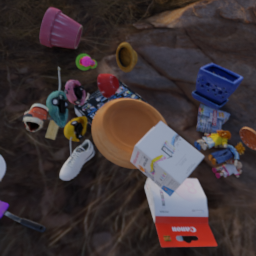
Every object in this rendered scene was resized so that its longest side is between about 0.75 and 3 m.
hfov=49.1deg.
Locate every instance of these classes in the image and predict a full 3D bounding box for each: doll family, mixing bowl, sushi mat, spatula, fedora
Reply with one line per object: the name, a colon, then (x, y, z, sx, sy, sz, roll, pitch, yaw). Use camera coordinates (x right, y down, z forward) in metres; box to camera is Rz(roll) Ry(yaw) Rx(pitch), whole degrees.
doll family: (3.734, 0.842, 10.990, 1.387, 1.007, 2.235, -18, 55, -14)
mixing bowl: (-0.708, -1.732, 11.099, 0.549, 1.013, 1.013, -15, 47, 28)
sushi mat: (-2.647, 0.014, 9.887, 0.376, 0.048, 0.786, 15, 84, 15)
spatula: (-3.881, 3.135, 9.723, 2.359, 0.242, 0.667, 17, 54, 12)
fedora: (0.012, -2.663, 10.584, 0.462, 1.133, 1.133, -14, 50, -40)

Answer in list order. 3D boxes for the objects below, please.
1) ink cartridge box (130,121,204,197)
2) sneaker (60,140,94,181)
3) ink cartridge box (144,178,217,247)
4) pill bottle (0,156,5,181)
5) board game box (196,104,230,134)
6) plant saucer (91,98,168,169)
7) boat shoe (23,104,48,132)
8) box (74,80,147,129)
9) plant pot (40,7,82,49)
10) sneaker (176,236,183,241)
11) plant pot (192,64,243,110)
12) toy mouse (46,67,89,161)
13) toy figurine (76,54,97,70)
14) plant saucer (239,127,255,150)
ink cartridge box: (0.935, 0.789, 7.136, 1.416, 1.042, 1.024, 40, 63, 14)
sneaker: (-2.043, 1.230, 10.884, 0.691, 0.728, 1.808, 27, 59, 17)
ink cartridge box: (1.737, 2.668, 9.243, 1.946, 0.683, 2.394, 5, 30, -14)
pill bottle: (-3.862, 1.250, 7.081, 1.052, 1.855, 1.052, 23, 52, -33)
board game box: (3.743, -0.355, 12.284, 1.326, 0.409, 1.327, 10, 53, 8)
plant saucer: (0.139, 0.030, 8.458, 2.455, 0.459, 2.455, 8, 57, -12)
boat shoe: (-2.827, -0.172, 8.391, 0.637, 1.789, 0.560, 20, 66, -23)
box: (-0.767, -0.902, 12.574, 2.604, 0.599, 2.070, -37, 61, -25)
plant pot: (-3.537, -5.194, 15.142, 1.818, 2.031, 2.031, 19, 54, -4)
sneaker: (1.584, 3.109, 9.520, 0.665, 0.600, 1.623, -18, 55, -8)
plant pot: (3.909, -1.815, 12.536, 1.642, 1.477, 1.642, 32, 33, 21)
toy mouse: (-1.984, -0.794, 8.975, 0.540, 2.478, 2.788, -3, 40, 18)
toy figurine: (-1.398, -2.289, 9.861, 0.776, 0.582, 0.714, 9, 10, -22)
plant saucer: (4.198, 0.358, 9.524, 0.145, 0.901, 0.901, -33, 59, -13)
